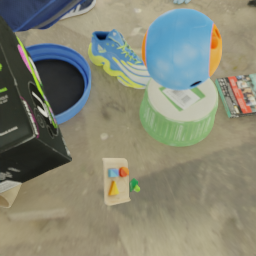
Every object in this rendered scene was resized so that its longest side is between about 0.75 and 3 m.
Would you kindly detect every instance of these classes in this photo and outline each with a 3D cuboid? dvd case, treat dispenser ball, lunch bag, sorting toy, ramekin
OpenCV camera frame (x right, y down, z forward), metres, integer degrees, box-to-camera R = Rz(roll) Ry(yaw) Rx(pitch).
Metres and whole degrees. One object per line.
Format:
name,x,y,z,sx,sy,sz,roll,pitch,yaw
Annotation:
dvd case,3.722,-1.004,8.349,1.897,0.209,1.385,-8,60,-4
treat dispenser ball,0.971,-1.419,5.156,1.443,1.443,1.443,0,60,0
lunch bag,-2.032,-3.742,6.689,2.875,1.953,1.902,-25,14,21
sorting toy,-0.068,0.742,4.017,0.125,0.848,0.627,-12,78,30
ramekin,1.395,-0.664,7.658,2.134,1.042,2.134,0,60,0

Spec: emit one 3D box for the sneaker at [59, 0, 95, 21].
sneaker,-2.099,-4.563,9.884,2.013,1.092,0.706,-27,64,-15

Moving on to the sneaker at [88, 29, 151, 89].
sneaker,-0.205,-2.099,8.346,2.466,1.295,0.934,27,63,15

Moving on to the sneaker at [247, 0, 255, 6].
sneaker,5.857,-4.367,9.974,1.439,0.829,2.759,-36,61,-19

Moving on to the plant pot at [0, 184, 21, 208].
plant pot,-2.927,1.291,6.738,0.850,0.850,0.907,19,50,11

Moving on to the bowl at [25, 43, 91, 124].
bowl,-2.509,-1.285,8.303,2.876,0.565,2.876,0,60,0

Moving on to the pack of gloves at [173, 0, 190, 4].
pack of gloves,1.851,-5.705,11.058,1.844,0.433,2.195,31,69,7

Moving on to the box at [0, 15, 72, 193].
box,-2.513,-0.457,5.095,1.737,2.076,2.795,-24,74,-3
